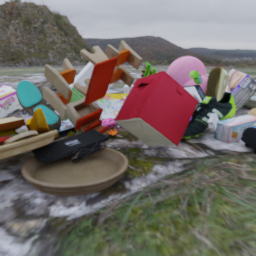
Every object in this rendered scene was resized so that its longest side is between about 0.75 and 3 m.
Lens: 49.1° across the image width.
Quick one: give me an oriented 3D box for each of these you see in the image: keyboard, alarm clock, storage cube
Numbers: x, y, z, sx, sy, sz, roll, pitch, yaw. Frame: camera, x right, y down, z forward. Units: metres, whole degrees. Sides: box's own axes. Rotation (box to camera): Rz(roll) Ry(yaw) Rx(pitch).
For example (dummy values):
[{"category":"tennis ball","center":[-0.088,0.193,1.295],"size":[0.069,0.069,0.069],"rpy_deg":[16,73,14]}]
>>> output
[{"category":"keyboard","center":[-1.338,0.558,7.046],"size":[1.907,0.378,0.992],"rpy_deg":[-20,32,-39]},{"category":"alarm clock","center":[-3.772,-1.894,13.449],"size":[1.803,0.890,2.673],"rpy_deg":[-26,17,-32]},{"category":"storage cube","center":[0.739,-0.430,7.407],"size":[1.560,1.402,1.333],"rpy_deg":[37,-19,-25]}]

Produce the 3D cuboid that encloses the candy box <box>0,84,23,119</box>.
[{"category":"candy box","center":[-5.409,-0.997,11.388],"size":[1.760,0.787,2.581],"rpy_deg":[-30,28,-23]}]

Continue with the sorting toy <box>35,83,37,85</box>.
[{"category":"sorting toy","center":[-5.370,-2.197,16.706],"size":[0.509,0.744,1.239],"rpy_deg":[-12,38,-36]}]

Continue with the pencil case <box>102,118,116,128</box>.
[{"category":"pencil case","center":[-0.850,-0.120,9.902],"size":[0.952,0.432,0.446],"rpy_deg":[-17,-7,-45]}]

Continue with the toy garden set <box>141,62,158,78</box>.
[{"category":"toy garden set","center":[0.825,-1.612,11.031],"size":[0.329,1.374,1.648],"rpy_deg":[-3,37,-28]}]

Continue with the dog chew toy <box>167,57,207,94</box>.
[{"category":"dog chew toy","center":[2.788,-1.653,11.842],"size":[1.731,1.731,2.780],"rpy_deg":[-11,63,-34]}]

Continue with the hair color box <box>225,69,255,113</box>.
[{"category":"hair color box","center":[4.836,-1.757,12.744],"size":[0.884,1.491,2.727],"rpy_deg":[37,18,-5]}]

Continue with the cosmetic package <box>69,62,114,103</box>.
[{"category":"cosmetic package","center":[-1.587,-1.844,11.892],"size":[1.300,2.417,1.025],"rpy_deg":[41,3,-21]}]

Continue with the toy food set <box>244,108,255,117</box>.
[{"category":"toy food set","center":[5.317,-0.352,10.477],"size":[1.741,0.428,1.758],"rpy_deg":[-15,27,-43]}]

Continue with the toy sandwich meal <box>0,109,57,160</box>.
[{"category":"toy sandwich meal","center":[-3.037,0.183,6.639],"size":[2.837,0.972,2.837],"rpy_deg":[-15,4,1]}]

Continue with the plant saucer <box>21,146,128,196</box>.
[{"category":"plant saucer","center":[-1.163,0.915,6.336],"size":[2.335,0.344,2.335],"rpy_deg":[-1,16,0]}]

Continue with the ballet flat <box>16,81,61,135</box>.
[{"category":"ballet flat","center":[-2.623,-0.506,8.095],"size":[0.709,0.713,2.084],"rpy_deg":[-28,59,-24]}]

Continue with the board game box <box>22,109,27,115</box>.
[{"category":"board game box","center":[-4.673,-1.029,12.597],"size":[0.177,0.694,1.024],"rpy_deg":[-6,18,-17]}]

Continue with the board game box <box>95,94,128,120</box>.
[{"category":"board game box","center":[-0.244,-0.786,11.038],"size":[1.939,0.332,1.303],"rpy_deg":[-4,52,-20]}]

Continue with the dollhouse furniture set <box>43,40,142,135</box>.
[{"category":"dollhouse furniture set","center":[-0.861,-0.859,7.442],"size":[2.434,2.408,1.254],"rpy_deg":[-31,68,-36]}]

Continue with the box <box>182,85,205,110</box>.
[{"category":"box","center":[1.386,-0.735,10.000],"size":[2.668,0.802,1.556],"rpy_deg":[-12,-18,-36]}]

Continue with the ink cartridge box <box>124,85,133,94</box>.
[{"category":"ink cartridge box","center":[0.513,-1.583,13.940],"size":[1.418,1.036,0.598],"rpy_deg":[4,17,19]}]

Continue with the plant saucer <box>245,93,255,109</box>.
[{"category":"plant saucer","center":[6.416,-1.317,13.602],"size":[2.382,0.598,2.382],"rpy_deg":[1,21,0]}]

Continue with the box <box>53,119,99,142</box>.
[{"category":"box","center":[-1.887,0.006,8.874],"size":[1.774,0.354,1.215],"rpy_deg":[-19,19,-22]}]

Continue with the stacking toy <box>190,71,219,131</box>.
[{"category":"stacking toy","center":[1.633,-0.709,8.521],"size":[1.649,2.186,0.514],"rpy_deg":[-3,43,37]}]

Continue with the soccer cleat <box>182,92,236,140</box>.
[{"category":"soccer cleat","center":[2.471,-0.434,9.232],"size":[2.578,1.045,0.870],"rpy_deg":[-24,24,-22]}]

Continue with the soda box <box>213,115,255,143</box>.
[{"category":"soda box","center":[3.605,0.006,9.135],"size":[1.801,0.572,0.616],"rpy_deg":[-10,19,-35]}]

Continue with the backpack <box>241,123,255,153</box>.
[{"category":"backpack","center":[4.087,0.234,7.877],"size":[1.318,1.014,1.076],"rpy_deg":[9,16,-13]}]

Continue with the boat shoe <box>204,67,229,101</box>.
[{"category":"boat shoe","center":[3.268,-1.120,10.564],"size":[0.729,2.317,0.845],"rpy_deg":[22,-12,-30]}]

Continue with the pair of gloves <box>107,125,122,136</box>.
[{"category":"pair of gloves","center":[-0.310,0.017,9.118],"size":[0.785,0.097,0.700],"rpy_deg":[-35,21,-12]}]
